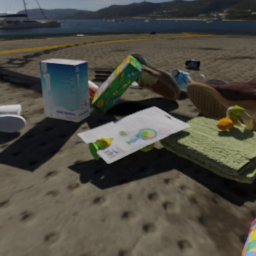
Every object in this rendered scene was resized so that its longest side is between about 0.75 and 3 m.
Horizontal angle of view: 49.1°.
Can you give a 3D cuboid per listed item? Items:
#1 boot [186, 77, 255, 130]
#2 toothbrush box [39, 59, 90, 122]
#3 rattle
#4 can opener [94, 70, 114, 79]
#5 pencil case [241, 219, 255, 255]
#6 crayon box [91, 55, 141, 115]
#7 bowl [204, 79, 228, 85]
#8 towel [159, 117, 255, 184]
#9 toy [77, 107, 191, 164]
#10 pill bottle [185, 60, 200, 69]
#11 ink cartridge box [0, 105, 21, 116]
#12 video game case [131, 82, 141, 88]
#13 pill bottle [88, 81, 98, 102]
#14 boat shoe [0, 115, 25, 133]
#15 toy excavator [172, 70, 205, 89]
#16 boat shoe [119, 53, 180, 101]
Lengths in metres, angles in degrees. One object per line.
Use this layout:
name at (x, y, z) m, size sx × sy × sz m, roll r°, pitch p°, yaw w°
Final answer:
boot at (3.694, -1.124, 9.424) m, size 2.854 × 1.033 × 2.374 m, roll 33°, pitch 52°, yaw 30°
toothbrush box at (-2.105, -1.279, 9.450) m, size 1.403 × 1.916 × 0.817 m, roll 9°, pitch 23°, yaw 22°
rattle at (2.922, 0.051, 7.908) m, size 0.859 × 1.319 × 0.942 m, roll 30°, pitch 73°, yaw 14°
can opener at (-0.894, -2.833, 15.026) m, size 1.789 × 0.477 × 0.598 m, roll 6°, pitch 7°, yaw 16°
pencil case at (1.927, 1.821, 3.874) m, size 0.669 × 0.669 × 1.514 m, roll 15°, pitch 29°, yaw 32°
crayon box at (-0.416, -1.561, 10.049) m, size 0.596 × 2.047 × 1.216 m, roll 38°, pitch 22°, yaw -17°
bowl at (3.194, -1.133, 10.432) m, size 1.267 × 1.267 × 0.595 m, roll 7°, pitch -10°, yaw 16°
towel at (2.293, 0.441, 7.188) m, size 2.003 × 0.493 × 2.700 m, roll -22°, pitch 31°, yaw -34°
toy at (0.179, 0.261, 7.493) m, size 2.643 × 0.624 × 1.522 m, roll -18°, pitch 35°, yaw -31°
pill bottle at (4.091, -4.062, 17.771) m, size 0.866 × 0.485 × 0.485 m, roll 18°, pitch 29°, yaw 38°
ink cartridge box at (-4.282, -0.521, 9.818) m, size 0.861 × 0.302 × 1.059 m, roll -4°, pitch 19°, yaw -10°
video game case at (0.766, -2.270, 14.026) m, size 1.143 × 0.144 × 1.596 m, roll 2°, pitch 23°, yaw 5°
pill bottle at (-1.592, -1.221, 10.400) m, size 0.559 × 0.978 × 0.559 m, roll 33°, pitch 12°, yaw -8°
boat shoe at (-3.970, -0.189, 8.602) m, size 1.607 × 0.591 × 0.525 m, roll -2°, pitch 27°, yaw -8°
toy excavator at (2.626, -2.106, 12.585) m, size 0.696 × 1.356 × 1.394 m, roll -2°, pitch 46°, yaw -47°
boat shoe at (0.823, -2.000, 11.674) m, size 2.898 × 1.097 × 1.040 m, roll 38°, pitch 52°, yaw 20°
